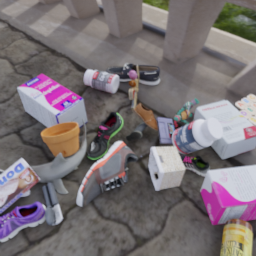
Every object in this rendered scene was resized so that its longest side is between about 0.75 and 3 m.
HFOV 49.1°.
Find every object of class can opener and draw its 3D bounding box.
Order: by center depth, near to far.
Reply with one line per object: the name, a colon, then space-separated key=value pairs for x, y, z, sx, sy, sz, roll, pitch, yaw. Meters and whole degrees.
can opener: x=-2.672 y=2.605 z=9.738 sx=0.436 sy=0.551 sz=1.657 roll=-30 pitch=47 yaw=1

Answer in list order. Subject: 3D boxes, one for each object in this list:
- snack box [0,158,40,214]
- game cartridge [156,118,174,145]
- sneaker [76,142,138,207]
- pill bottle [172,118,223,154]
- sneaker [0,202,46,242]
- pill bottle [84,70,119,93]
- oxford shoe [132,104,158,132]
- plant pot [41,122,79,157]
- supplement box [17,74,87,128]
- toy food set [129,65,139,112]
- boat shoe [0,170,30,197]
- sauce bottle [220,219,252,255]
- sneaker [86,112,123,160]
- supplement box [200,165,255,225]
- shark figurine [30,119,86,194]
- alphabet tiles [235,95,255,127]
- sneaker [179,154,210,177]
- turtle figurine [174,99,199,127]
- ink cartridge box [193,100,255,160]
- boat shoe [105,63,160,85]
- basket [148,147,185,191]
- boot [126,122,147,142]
snack box: x=-4.434 y=2.330 z=9.534 sx=2.781 sy=0.338 sz=1.000 roll=-42 pitch=73 yaw=-15
game cartridge: x=1.625 y=0.130 z=11.867 sx=0.753 sy=0.223 sz=1.161 roll=3 pitch=65 yaw=-20
sneaker: x=-0.651 y=1.750 z=10.211 sx=1.228 sy=1.156 sz=3.000 roll=32 pitch=57 yaw=13
pill bottle: x=2.690 y=0.292 z=10.916 sx=1.092 sy=1.826 sz=1.092 roll=14 pitch=63 yaw=-30
sneaker: x=-3.781 y=2.969 z=9.161 sx=2.104 sy=0.878 sz=0.848 roll=-23 pitch=50 yaw=-20
pill bottle: x=-1.365 y=-2.398 z=14.270 sx=1.642 sy=0.935 sz=0.935 roll=17 pitch=49 yaw=16
oxford shoe: x=0.931 y=-0.428 z=12.028 sx=1.552 sy=0.553 sz=0.554 roll=42 pitch=21 yaw=0
plant pot: x=-2.506 y=0.489 z=10.827 sx=1.433 sy=1.003 sz=1.433 roll=-11 pitch=20 yaw=4
supplement box: x=-3.398 y=-1.010 z=12.580 sx=2.872 sy=1.484 sz=1.453 roll=30 pitch=54 yaw=28
toy food set: x=0.207 y=-1.992 z=13.534 sx=0.349 sy=1.409 sz=2.217 roll=2 pitch=45 yaw=11
boat shoe: x=-4.375 y=1.930 z=10.210 sx=1.887 sy=0.620 sz=0.679 roll=18 pitch=13 yaw=23
sauce bottle: x=3.103 y=4.020 z=8.135 sx=0.894 sy=0.894 sz=2.709 roll=14 pitch=46 yaw=13
sneaker: x=-1.063 y=0.264 z=11.530 sx=0.878 sy=0.958 sz=2.287 roll=17 pitch=63 yaw=26
supplement box: x=4.055 y=2.224 z=9.514 sx=2.715 sy=1.403 sz=1.374 roll=-4 pitch=47 yaw=-6
shark figurine: x=-2.378 y=1.104 z=10.688 sx=1.894 sy=1.323 sz=3.170 roll=35 pitch=57 yaw=25
alphabet tiles: x=6.339 y=-0.815 z=13.287 sx=2.230 sy=0.163 sz=2.181 roll=-28 pitch=52 yaw=-23
sneaker: x=2.509 y=1.320 z=10.891 sx=1.499 sy=0.656 sz=0.553 roll=25 pitch=51 yaw=22
turtle figurine: x=2.598 y=-0.604 z=12.496 sx=0.868 sy=1.291 sz=1.725 roll=19 pitch=38 yaw=40
ink cartridge box: x=4.101 y=0.007 z=11.871 sx=1.689 sy=0.960 sz=2.317 roll=-14 pitch=45 yaw=-16
boat shoe: x=0.237 y=-2.980 z=14.837 sx=2.971 sy=0.896 sz=1.098 roll=12 pitch=45 yaw=11
basket: x=1.385 y=1.463 z=10.376 sx=0.984 sy=1.223 sz=1.212 roll=-7 pitch=47 yaw=-9
boot: x=0.513 y=0.118 z=11.905 sx=1.120 sy=0.406 sz=1.018 roll=-33 pitch=12 yaw=-38
